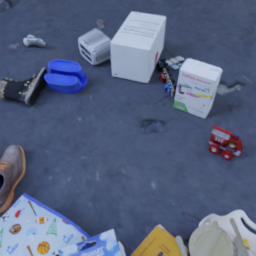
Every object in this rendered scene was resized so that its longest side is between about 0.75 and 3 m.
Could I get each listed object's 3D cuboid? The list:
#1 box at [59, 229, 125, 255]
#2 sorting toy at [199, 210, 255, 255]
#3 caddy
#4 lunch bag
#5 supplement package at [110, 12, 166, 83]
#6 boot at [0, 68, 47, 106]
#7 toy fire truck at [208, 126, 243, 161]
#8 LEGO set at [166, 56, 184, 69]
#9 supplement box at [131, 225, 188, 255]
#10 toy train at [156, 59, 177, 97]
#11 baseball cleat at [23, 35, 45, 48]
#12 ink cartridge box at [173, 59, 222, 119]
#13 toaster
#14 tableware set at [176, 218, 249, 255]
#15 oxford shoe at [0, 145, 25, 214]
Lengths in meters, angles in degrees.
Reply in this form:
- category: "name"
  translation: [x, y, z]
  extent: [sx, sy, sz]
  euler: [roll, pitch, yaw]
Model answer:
- category: "box"
  translation: [-0.558, 3.441, 5.684]
  extent: [1.391, 0.544, 2.282]
  euler: [-21, 51, 0]
- category: "sorting toy"
  translation: [3.116, 2.975, 7.461]
  extent: [1.747, 1.036, 1.940]
  euler: [-25, 41, -37]
- category: "caddy"
  translation: [-2.672, -2.148, 11.948]
  extent: [1.773, 0.931, 1.253]
  euler: [9, 72, 7]
- category: "lunch bag"
  translation: [-2.298, 3.086, 7.023]
  extent: [2.256, 1.397, 1.918]
  euler: [18, 50, 25]
- category: "supplement package"
  translation: [0.505, -3.697, 12.713]
  extent: [1.742, 1.763, 2.908]
  euler: [14, 50, 12]
- category: "boot"
  translation: [-4.410, -1.852, 11.804]
  extent: [1.566, 0.761, 2.080]
  euler: [8, 55, 6]
- category: "toy fire truck"
  translation: [3.334, 0.493, 9.558]
  extent: [1.158, 0.972, 0.649]
  euler: [26, 54, 21]
- category: "LEGO set"
  translation: [2.402, -2.908, 13.113]
  extent: [0.958, 0.315, 1.283]
  euler: [-22, 41, -18]
- category: "supplement box"
  translation: [0.127, 3.802, 6.646]
  extent: [0.991, 1.025, 2.980]
  euler: [36, 59, 28]
- category: "toy train"
  translation: [1.686, -2.259, 12.363]
  extent: [0.556, 0.414, 2.429]
  euler: [-10, 49, -4]
- category: "baseball cleat"
  translation: [-4.791, -4.268, 14.161]
  extent: [1.371, 0.478, 0.730]
  euler: [30, 60, 36]
- category: "ink cartridge box"
  translation: [2.593, -1.473, 10.664]
  extent: [1.380, 1.906, 0.800]
  euler: [23, 51, 19]
- category: "toaster"
  translation: [-1.484, -3.775, 13.269]
  extent: [1.248, 1.098, 1.933]
  euler: [-33, 60, -21]
- category: "tableware set"
  translation: [2.180, 3.501, 6.658]
  extent: [1.540, 0.467, 2.330]
  euler: [-17, 73, -2]
- category: "oxford shoe"
  translation: [-3.856, 1.405, 8.814]
  extent: [0.862, 0.881, 2.417]
  euler: [-1, 49, -1]
